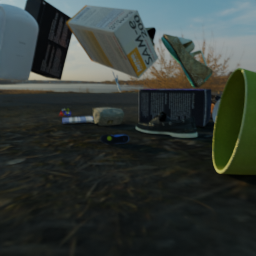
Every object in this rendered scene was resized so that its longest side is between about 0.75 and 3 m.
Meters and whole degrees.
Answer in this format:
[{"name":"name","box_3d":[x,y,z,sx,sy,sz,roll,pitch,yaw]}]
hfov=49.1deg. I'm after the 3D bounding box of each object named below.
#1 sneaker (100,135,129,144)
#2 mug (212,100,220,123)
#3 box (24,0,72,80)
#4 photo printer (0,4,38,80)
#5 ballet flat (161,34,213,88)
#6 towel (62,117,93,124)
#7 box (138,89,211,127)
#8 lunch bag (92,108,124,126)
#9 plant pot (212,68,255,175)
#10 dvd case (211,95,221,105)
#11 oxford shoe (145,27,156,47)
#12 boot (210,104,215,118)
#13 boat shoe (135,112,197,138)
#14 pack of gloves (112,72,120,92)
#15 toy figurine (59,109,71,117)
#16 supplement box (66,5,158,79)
[{"name":"sneaker","box_3d":[-0.386,0.338,8.054,0.829,0.273,0.325,-1,-5,-3]},{"name":"mug","box_3d":[4.130,-0.411,10.687,1.245,1.049,1.420,9,33,-21]},{"name":"box","box_3d":[-2.977,-3.069,9.939,0.911,2.309,1.630,13,-1,32]},{"name":"photo printer","box_3d":[-3.340,-2.410,8.016,0.701,2.019,1.680,17,11,12]},{"name":"ballet flat","box_3d":[2.005,-2.432,9.458,0.866,2.652,0.935,-32,-32,11]},{"name":"towel","box_3d":[-2.191,-0.328,12.446,1.445,0.172,1.061,-4,12,-11]},{"name":"box","box_3d":[2.085,-0.957,12.195,2.824,1.473,2.089,3,9,21]},{"name":"lunch bag","box_3d":[-0.838,-0.474,11.559,1.025,0.735,1.250,-3,5,-20]},{"name":"plant pot","box_3d":[2.900,0.056,5.208,2.129,1.992,1.992,10,10,5]},{"name":"dvd case","box_3d":[4.780,-1.084,13.805,2.468,0.305,1.855,21,4,-17]},{"name":"oxford shoe","box_3d":[0.494,-3.005,10.387,0.865,2.312,0.814,-13,-41,34]},{"name":"boot","box_3d":[3.476,-0.796,14.074,1.423,0.678,1.840,-5,4,-13]},{"name":"boat shoe","box_3d":[1.241,-0.166,9.475,2.304,0.764,0.861,9,12,43]},{"name":"pack of gloves","box_3d":[-0.508,-2.266,13.572,0.208,1.052,0.884,-22,3,0]},{"name":"toy figurine","box_3d":[-3.211,-0.711,14.735,0.503,0.443,0.839,30,17,7]},{"name":"supplement box","box_3d":[-0.515,-2.644,8.400,0.956,1.638,2.599,-47,45,-13]}]
